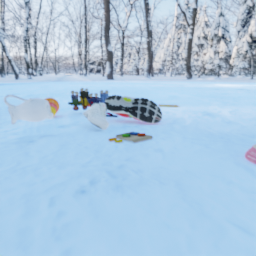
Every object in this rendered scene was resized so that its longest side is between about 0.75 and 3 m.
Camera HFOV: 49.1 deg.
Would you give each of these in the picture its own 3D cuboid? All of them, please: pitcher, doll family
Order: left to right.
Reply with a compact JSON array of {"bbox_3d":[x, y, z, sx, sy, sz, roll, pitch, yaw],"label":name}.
[{"bbox_3d":[-4.317,-0.879,11.993,1.685,1.446,1.022,-8,43,1],"label":"pitcher"},{"bbox_3d":[-2.004,-1.394,15.173,2.406,1.390,0.944,9,39,6],"label":"doll family"}]

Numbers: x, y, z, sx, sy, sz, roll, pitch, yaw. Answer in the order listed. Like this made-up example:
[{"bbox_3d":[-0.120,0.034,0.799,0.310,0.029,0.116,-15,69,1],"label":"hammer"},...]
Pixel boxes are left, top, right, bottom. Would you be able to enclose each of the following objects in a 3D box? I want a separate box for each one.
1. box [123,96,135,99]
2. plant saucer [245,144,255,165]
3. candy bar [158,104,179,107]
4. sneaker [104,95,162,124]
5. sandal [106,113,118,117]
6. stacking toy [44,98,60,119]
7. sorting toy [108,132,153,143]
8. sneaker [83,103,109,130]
[{"bbox_3d":[-0.092,-1.309,15.635,0.844,0.723,0.840,14,25,28],"label":"box"},{"bbox_3d":[3.943,0.716,7.559,1.456,0.369,1.456,1,12,0],"label":"plant saucer"},{"bbox_3d":[2.601,-1.399,17.803,1.405,0.156,0.350,4,12,13],"label":"candy bar"},{"bbox_3d":[0.279,-0.843,12.855,2.750,1.059,1.168,18,-9,12],"label":"sneaker"},{"bbox_3d":[-0.940,-0.680,14.337,0.864,0.195,0.324,4,12,17],"label":"sandal"},{"bbox_3d":[-3.888,-0.838,13.974,1.001,1.001,1.371,-4,29,-17],"label":"stacking toy"},{"bbox_3d":[0.050,0.320,9.798,1.368,0.183,1.019,-11,16,-40],"label":"sorting toy"},{"bbox_3d":[-1.220,-0.585,11.502,0.750,0.956,1.925,35,1,-36],"label":"sneaker"}]
